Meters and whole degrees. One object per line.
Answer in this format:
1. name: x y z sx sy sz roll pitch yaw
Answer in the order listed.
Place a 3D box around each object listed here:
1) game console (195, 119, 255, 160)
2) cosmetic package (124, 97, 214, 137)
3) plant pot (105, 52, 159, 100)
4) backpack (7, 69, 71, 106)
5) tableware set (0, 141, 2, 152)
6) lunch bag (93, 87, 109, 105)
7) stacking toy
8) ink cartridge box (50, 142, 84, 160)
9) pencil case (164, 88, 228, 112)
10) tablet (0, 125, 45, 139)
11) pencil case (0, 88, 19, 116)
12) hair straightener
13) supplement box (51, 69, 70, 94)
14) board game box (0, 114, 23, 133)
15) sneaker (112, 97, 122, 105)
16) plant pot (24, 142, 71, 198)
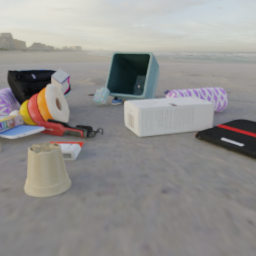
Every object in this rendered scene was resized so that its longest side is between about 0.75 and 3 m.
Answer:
1. game console: 3.693 0.345 8.368 2.290 0.402 2.589 -16 22 -30
2. cosmetic package: 1.411 -0.454 9.797 2.810 1.040 1.428 -7 18 -19
3. plant pot: 0.465 -2.450 14.558 2.265 2.259 2.307 9 -5 27
4. backpack: -3.701 -1.664 12.186 2.401 1.846 1.958 -28 74 -33
5. tableware set: -3.996 0.479 8.044 0.692 0.210 1.048 -7 17 -22
6. lunch bag: -1.291 -1.555 13.528 0.699 0.872 0.336 0 -28 36
7. stacking toy: -3.407 -0.605 10.352 2.127 1.554 1.554 -16 14 10
8. ink cartridge box: -1.868 0.507 7.777 1.063 0.314 1.328 0 18 2
9. pencil case: 2.869 -1.086 11.937 2.756 1.157 1.178 -5 -19 -20
10. tablet: -3.764 0.114 9.166 1.871 0.128 1.217 4 16 38
11. pencil case: -5.232 -0.965 11.632 1.121 1.100 2.622 -32 18 0
12. hair straightener: -1.788 -0.032 9.214 2.403 0.492 0.925 4 16 27
13. supplement box: -2.655 -1.760 10.991 0.516 0.999 0.506 36 62 5
14. board game box: -4.565 -0.050 9.124 1.348 0.343 2.005 -5 12 10
15. sneaker: -0.538 -1.389 14.146 0.318 0.361 0.809 9 18 27
16. plant pot: -1.685 0.798 5.783 0.963 0.882 0.963 0 16 0
